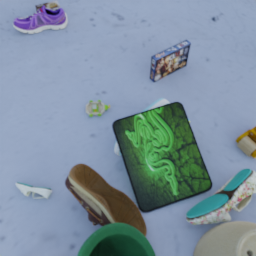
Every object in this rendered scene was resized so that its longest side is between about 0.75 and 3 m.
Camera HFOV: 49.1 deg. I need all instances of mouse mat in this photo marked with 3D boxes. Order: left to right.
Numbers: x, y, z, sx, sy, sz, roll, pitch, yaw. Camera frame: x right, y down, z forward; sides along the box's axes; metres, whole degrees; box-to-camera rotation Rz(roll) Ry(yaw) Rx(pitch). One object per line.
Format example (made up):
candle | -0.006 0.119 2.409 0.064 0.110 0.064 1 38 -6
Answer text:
mouse mat | 1.021 0.824 8.491 2.364 0.111 2.938 -18 79 -7

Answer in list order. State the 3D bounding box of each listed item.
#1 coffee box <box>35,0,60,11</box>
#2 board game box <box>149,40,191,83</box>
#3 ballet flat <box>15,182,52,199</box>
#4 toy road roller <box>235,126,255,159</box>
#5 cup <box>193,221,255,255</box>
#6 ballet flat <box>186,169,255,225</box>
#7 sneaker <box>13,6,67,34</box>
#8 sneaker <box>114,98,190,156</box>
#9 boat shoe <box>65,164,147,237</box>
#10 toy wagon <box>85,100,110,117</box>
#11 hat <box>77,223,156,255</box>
coffee box | -3.890 -5.757 13.674 1.104 0.441 0.624 -20 57 -13
board game box | 1.646 -2.623 11.029 1.732 1.173 0.300 -30 59 -19
ballet flat | -2.869 1.899 8.374 1.147 0.398 0.398 10 55 6
toy road roller | 4.288 0.260 9.117 1.335 0.974 0.820 -29 60 -19
cup | 2.886 3.253 6.534 2.479 1.773 2.479 0 55 0
ballet flat | 2.825 2.125 7.925 2.584 0.977 0.826 -31 95 -16
sneaker | -4.066 -5.074 12.846 2.448 1.021 0.987 -12 56 -8
sneaker | 0.970 0.264 9.064 1.780 1.085 2.727 36 63 24
boat shoe | -0.696 2.221 7.830 2.735 0.984 0.987 40 36 3
toy wagon | -1.106 -0.714 10.293 0.897 0.177 0.696 -3 56 -3
hat | -0.878 3.549 7.283 2.623 2.309 2.173 49 55 -9
